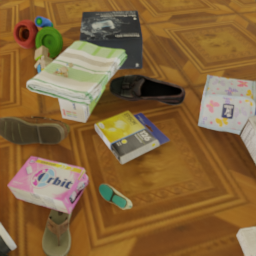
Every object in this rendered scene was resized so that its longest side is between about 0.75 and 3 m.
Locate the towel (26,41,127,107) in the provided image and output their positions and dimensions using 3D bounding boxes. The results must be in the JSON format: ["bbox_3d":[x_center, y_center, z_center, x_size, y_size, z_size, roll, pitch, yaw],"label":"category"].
[{"bbox_3d":[-1.557,-1.950,9.058,2.200,0.453,2.949,17,48,15],"label":"towel"}]

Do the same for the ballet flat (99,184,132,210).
[{"bbox_3d":[-0.349,1.892,7.600,1.149,0.358,0.388,27,89,42],"label":"ballet flat"}]

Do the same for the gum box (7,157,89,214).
[{"bbox_3d":[-2.089,1.512,7.558,1.893,0.626,1.074,9,45,22],"label":"gum box"}]

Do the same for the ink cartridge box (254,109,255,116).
[{"bbox_3d":[5.526,0.162,9.071,2.869,0.634,1.349,20,48,19],"label":"ink cartridge box"}]

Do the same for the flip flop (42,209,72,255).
[{"bbox_3d":[-1.725,2.388,6.992,0.698,0.495,1.720,3,42,-3],"label":"flip flop"}]

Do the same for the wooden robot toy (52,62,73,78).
[{"bbox_3d":[-1.971,-1.716,8.683,0.754,0.332,0.342,-39,98,-35],"label":"wooden robot toy"}]

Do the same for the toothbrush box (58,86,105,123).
[{"bbox_3d":[-1.621,-1.515,10.048,0.927,1.568,2.153,11,47,10],"label":"toothbrush box"}]

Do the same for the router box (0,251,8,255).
[{"bbox_3d":[-2.623,3.563,5.301,1.496,0.620,1.996,20,49,18],"label":"router box"}]

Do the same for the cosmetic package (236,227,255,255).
[{"bbox_3d":[3.563,2.715,6.752,1.645,0.417,0.679,-6,46,-6],"label":"cosmetic package"}]

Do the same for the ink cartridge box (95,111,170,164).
[{"bbox_3d":[0.112,0.149,9.148,1.820,0.428,1.798,-26,45,-18],"label":"ink cartridge box"}]

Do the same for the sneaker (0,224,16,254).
[{"bbox_3d":[-3.795,2.432,6.765,2.250,0.795,1.116,35,55,28],"label":"sneaker"}]

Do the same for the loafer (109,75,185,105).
[{"bbox_3d":[0.682,-1.470,10.230,2.885,0.908,1.037,9,86,6],"label":"loafer"}]

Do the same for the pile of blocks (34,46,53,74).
[{"bbox_3d":[-3.499,-2.644,11.947,0.594,0.784,1.911,19,39,-46],"label":"pile of blocks"}]

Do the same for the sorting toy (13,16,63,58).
[{"bbox_3d":[-3.962,-4.260,13.049,2.682,1.612,1.101,23,16,12],"label":"sorting toy"}]

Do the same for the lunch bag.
[{"bbox_3d":[3.361,-0.732,9.523,1.717,1.287,2.025,12,54,14],"label":"lunch bag"}]

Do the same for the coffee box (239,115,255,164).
[{"bbox_3d":[4.465,0.845,7.614,1.544,1.090,2.731,-16,60,-4],"label":"coffee box"}]

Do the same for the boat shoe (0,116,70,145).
[{"bbox_3d":[-3.082,0.056,9.142,2.439,0.877,0.829,10,21,12],"label":"boat shoe"}]

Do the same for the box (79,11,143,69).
[{"bbox_3d":[-0.729,-3.902,12.391,2.573,1.536,2.616,-3,47,-2],"label":"box"}]
